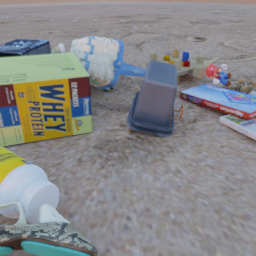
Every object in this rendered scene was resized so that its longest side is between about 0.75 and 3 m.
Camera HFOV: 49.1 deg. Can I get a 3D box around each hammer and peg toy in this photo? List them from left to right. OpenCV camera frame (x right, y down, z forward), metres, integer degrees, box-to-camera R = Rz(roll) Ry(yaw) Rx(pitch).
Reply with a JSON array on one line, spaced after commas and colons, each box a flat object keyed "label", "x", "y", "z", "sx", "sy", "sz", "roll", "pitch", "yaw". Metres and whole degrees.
[{"label": "hammer and peg toy", "x": 2.519, "y": -2.717, "z": 12.600, "sx": 2.189, "sy": 1.050, "sz": 2.976, "roll": -20, "pitch": 35, "yaw": -34}]

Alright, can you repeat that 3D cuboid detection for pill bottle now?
[{"label": "pill bottle", "x": -2.372, "y": 1.140, "z": 5.713, "sx": 1.972, "sy": 1.105, "sz": 1.105, "roll": 19, "pitch": 35, "yaw": 30}]

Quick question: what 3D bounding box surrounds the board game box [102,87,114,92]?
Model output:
[{"label": "board game box", "x": -0.920, "y": -1.711, "z": 11.778, "sx": 0.451, "sy": 0.101, "sz": 0.861, "roll": -10, "pitch": 31, "yaw": -13}]

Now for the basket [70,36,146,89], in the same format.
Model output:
[{"label": "basket", "x": -0.858, "y": -2.573, "z": 11.417, "sx": 2.877, "sy": 2.001, "sz": 2.536, "roll": 6, "pitch": 7, "yaw": -28}]

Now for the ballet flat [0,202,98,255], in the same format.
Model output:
[{"label": "ballet flat", "x": -1.780, "y": 1.697, "z": 4.624, "sx": 2.566, "sy": 0.870, "sz": 0.966, "roll": 2, "pitch": 55, "yaw": -9}]

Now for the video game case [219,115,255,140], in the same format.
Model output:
[{"label": "video game case", "x": 4.170, "y": -0.163, "z": 8.780, "sx": 1.875, "sy": 0.207, "sz": 1.706, "roll": -14, "pitch": 27, "yaw": -21}]

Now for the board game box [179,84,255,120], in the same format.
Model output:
[{"label": "board game box", "x": 3.461, "y": -1.018, "z": 10.106, "sx": 1.527, "sy": 0.288, "sz": 2.967, "roll": -21, "pitch": 30, "yaw": -30}]

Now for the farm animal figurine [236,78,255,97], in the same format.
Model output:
[{"label": "farm animal figurine", "x": 4.718, "y": -1.632, "z": 11.032, "sx": 1.280, "sy": 0.675, "sz": 1.294, "roll": -24, "pitch": 37, "yaw": -36}]

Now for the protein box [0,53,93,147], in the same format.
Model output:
[{"label": "protein box", "x": -2.730, "y": -1.062, "z": 8.831, "sx": 2.689, "sy": 1.828, "sz": 2.709, "roll": -9, "pitch": 30, "yaw": -17}]

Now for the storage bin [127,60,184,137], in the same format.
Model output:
[{"label": "storage bin", "x": 1.009, "y": -1.036, "z": 8.842, "sx": 1.679, "sy": 1.549, "sz": 2.307, "roll": 13, "pitch": 34, "yaw": 2}]

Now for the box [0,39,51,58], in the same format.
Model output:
[{"label": "box", "x": -5.047, "y": -3.310, "z": 13.350, "sx": 1.811, "sy": 1.307, "sz": 2.441, "roll": 8, "pitch": 30, "yaw": 13}]

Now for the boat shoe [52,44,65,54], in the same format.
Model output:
[{"label": "boat shoe", "x": -2.634, "y": -2.797, "z": 10.619, "sx": 0.471, "sy": 0.547, "sz": 1.520, "roll": -14, "pitch": 4, "yaw": -14}]

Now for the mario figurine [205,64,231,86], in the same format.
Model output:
[{"label": "mario figurine", "x": 3.514, "y": -2.032, "z": 10.620, "sx": 1.296, "sy": 0.687, "sz": 0.800, "roll": 16, "pitch": 38, "yaw": -34}]
